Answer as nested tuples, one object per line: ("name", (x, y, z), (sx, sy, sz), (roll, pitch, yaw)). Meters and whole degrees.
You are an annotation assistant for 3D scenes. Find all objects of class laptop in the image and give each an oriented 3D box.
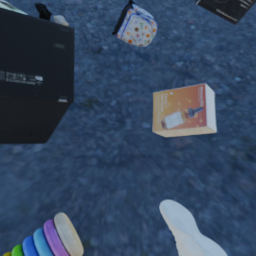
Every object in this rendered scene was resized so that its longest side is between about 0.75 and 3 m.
("laptop", (-2.942, -1.065, 6.767), (2.790, 1.727, 2.980), (2, 88, -39))

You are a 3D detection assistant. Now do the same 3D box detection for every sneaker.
("sneaker", (1.099, 2.178, 5.439), (0.613, 0.721, 1.629), (-7, 42, -40))

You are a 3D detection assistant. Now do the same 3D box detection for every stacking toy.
("stacking toy", (-2.479, 3.143, 6.527), (2.697, 1.151, 1.151), (-28, 57, -13))

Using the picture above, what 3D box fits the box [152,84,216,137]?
("box", (1.432, -0.405, 7.203), (1.437, 0.764, 1.094), (-7, 74, 32))

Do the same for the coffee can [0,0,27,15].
("coffee can", (-3.212, -2.479, 8.079), (2.329, 1.704, 1.704), (35, 60, 25))

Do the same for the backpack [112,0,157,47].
("backpack", (0.267, -2.713, 7.607), (1.043, 1.095, 0.843), (8, 45, -31))

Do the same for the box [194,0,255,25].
("box", (2.964, -4.167, 8.125), (1.635, 1.607, 1.013), (15, 44, -25))

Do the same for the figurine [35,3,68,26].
("figurine", (-2.093, -3.033, 7.747), (0.923, 0.900, 0.397), (31, 91, -6))
